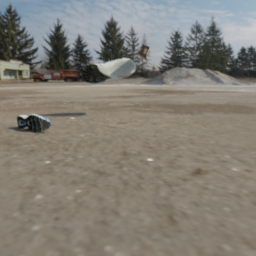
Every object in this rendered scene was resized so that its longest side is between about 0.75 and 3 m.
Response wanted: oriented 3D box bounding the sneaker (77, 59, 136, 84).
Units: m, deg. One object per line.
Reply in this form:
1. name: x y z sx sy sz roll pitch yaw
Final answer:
1. sneaker: -1.058 -2.809 14.137 2.940 1.057 1.066 -11 1 -5

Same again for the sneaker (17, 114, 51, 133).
1. sneaker: -3.662 -0.268 11.257 1.879 0.738 0.838 9 17 39

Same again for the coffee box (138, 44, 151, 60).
1. coffee box: 0.785 -3.607 13.347 0.377 0.534 0.944 24 10 6
